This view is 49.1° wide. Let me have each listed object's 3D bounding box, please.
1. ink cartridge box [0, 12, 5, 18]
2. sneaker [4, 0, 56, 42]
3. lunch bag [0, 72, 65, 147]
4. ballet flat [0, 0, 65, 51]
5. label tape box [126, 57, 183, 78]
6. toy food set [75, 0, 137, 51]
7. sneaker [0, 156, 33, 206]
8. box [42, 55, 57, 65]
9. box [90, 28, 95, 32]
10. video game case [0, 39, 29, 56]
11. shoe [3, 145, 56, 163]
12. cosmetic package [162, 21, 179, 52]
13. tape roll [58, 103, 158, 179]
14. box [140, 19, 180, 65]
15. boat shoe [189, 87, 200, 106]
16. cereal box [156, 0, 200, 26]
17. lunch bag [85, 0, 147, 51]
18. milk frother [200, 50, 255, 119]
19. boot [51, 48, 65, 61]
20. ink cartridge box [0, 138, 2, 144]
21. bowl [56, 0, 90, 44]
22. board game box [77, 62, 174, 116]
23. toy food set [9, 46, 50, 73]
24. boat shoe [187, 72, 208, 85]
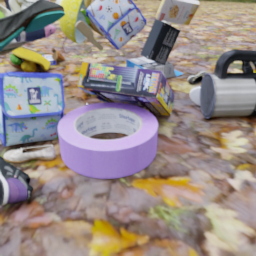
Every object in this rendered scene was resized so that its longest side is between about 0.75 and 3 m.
[{"bbox_3d":[-4.947,-3.658,7.878,2.593,0.982,1.916,25,58,6],"label":"ink cartridge box"},{"bbox_3d":[-2.480,-3.233,6.828,1.013,2.469,0.866,-12,-8,-25],"label":"sneaker"},{"bbox_3d":[-2.590,-0.564,7.452,1.602,1.884,1.201,-7,34,-32],"label":"lunch bag"},{"bbox_3d":[-1.927,-1.931,4.867,0.694,0.699,2.043,-19,24,44],"label":"ballet flat"},{"bbox_3d":[1.219,-2.764,12.778,2.182,0.721,1.563,-17,34,-24],"label":"label tape box"},{"bbox_3d":[-0.764,-3.982,9.428,0.488,1.679,2.432,35,89,35],"label":"toy food set"},{"bbox_3d":[-2.587,1.149,6.211,0.705,0.610,1.611,5,22,-36],"label":"sneaker"},{"bbox_3d":[-4.126,-3.545,14.618,0.753,0.262,1.266,-5,28,-10],"label":"box"},{"bbox_3d":[-0.561,-5.432,11.453,0.527,2.898,2.092,21,1,-25],"label":"box"},{"bbox_3d":[-5.163,-2.819,10.100,2.476,0.322,2.720,-3,19,44],"label":"video game case"},{"bbox_3d":[-2.521,0.629,7.167,1.305,0.348,0.456,-2,30,-4],"label":"shoe"},{"bbox_3d":[1.589,-3.810,11.702,0.622,1.203,0.525,-41,30,-19],"label":"cosmetic package"},{"bbox_3d":[-0.513,0.215,7.414,2.559,0.839,2.559,0,30,0],"label":"tape roll"},{"bbox_3d":[1.159,-3.079,10.145,0.954,1.351,0.533,6,26,-44],"label":"box"},{"bbox_3d":[3.151,-1.181,9.990,2.032,0.729,0.689,2,28,-3],"label":"boat shoe"},{"bbox_3d":[1.308,-3.130,7.476,0.973,0.700,0.192,3,60,-14],"label":"cereal box"},{"bbox_3d":[-0.296,-2.886,7.374,1.115,1.311,0.812,-41,13,3],"label":"lunch bag"},{"bbox_3d":[3.580,-1.466,9.421,2.295,2.202,2.440,-1,7,-4],"label":"milk frother"},{"bbox_3d":[-3.615,-3.665,14.570,0.375,0.760,0.979,-41,47,12],"label":"boot"},{"bbox_3d":[-3.834,0.159,8.016,0.549,0.317,0.755,-3,31,-6],"label":"ink cartridge box"},{"bbox_3d":[-1.992,-4.142,10.036,1.068,1.984,1.984,19,32,3],"label":"bowl"},{"bbox_3d":[0.094,-1.086,8.375,2.234,0.766,2.703,9,-4,16],"label":"board game box"},{"bbox_3d":[-4.917,-3.175,13.461,1.750,0.971,2.974,8,22,-39],"label":"toy food set"},{"bbox_3d":[3.058,-2.104,11.970,1.118,0.399,0.337,-22,39,-22],"label":"boat shoe"}]
